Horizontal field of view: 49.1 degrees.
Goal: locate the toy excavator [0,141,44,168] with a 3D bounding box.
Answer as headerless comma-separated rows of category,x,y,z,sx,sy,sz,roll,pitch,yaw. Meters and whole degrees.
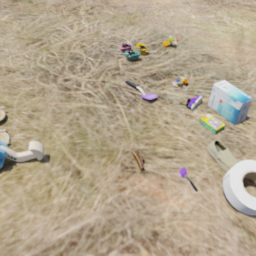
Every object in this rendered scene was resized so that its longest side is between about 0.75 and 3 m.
toy excavator,-4.246,0.860,9.399,2.113,2.173,1.085,-39,39,23

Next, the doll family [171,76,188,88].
doll family,2.477,-2.177,13.156,0.865,0.390,0.537,-14,44,-15

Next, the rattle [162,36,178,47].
rattle,2.517,-4.981,16.403,0.670,0.735,1.029,41,31,-3

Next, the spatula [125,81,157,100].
spatula,0.520,-1.752,12.815,0.581,0.211,2.055,-22,45,-32

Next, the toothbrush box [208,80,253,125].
toothbrush box,4.106,-1.047,11.375,0.653,1.121,1.531,-21,47,-23

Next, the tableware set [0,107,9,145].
tableware set,-5.781,0.108,10.713,2.277,0.316,2.726,-13,44,-14

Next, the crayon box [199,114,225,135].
crayon box,3.305,-0.153,11.043,0.515,0.253,0.867,-25,48,-25

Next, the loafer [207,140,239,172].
loafer,3.304,0.987,9.601,0.570,0.514,1.505,-22,47,-22

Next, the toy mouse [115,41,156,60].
toy mouse,0.107,-4.152,15.292,1.928,0.420,2.170,-24,47,-24

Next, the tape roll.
tape roll,3.690,1.770,8.389,1.578,0.552,1.578,2,61,-4

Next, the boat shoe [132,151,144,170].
boat shoe,0.410,1.087,9.656,0.289,0.289,0.821,-11,44,-15

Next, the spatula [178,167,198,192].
spatula,1.973,1.680,9.110,0.100,0.275,0.974,21,28,-49

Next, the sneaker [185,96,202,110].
sneaker,2.814,-1.172,12.083,0.493,0.345,0.992,29,50,26
